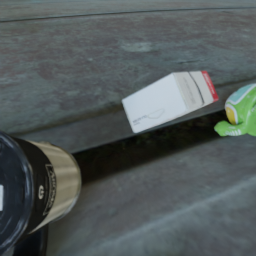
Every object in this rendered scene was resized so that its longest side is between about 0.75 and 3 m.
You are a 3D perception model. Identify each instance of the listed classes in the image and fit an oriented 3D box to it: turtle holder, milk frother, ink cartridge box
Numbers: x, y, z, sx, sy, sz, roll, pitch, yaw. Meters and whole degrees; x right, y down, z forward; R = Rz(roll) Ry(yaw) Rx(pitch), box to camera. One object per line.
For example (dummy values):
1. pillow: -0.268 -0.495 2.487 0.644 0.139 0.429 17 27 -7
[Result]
1. turtle holder: 3.756 -0.433 8.738 1.516 1.996 1.417 25 3 -33
2. milk frother: -2.492 1.158 4.381 2.809 2.535 2.642 17 -8 5
3. ink cartridge box: 1.288 -0.806 8.171 1.787 1.037 2.476 -24 -3 35
